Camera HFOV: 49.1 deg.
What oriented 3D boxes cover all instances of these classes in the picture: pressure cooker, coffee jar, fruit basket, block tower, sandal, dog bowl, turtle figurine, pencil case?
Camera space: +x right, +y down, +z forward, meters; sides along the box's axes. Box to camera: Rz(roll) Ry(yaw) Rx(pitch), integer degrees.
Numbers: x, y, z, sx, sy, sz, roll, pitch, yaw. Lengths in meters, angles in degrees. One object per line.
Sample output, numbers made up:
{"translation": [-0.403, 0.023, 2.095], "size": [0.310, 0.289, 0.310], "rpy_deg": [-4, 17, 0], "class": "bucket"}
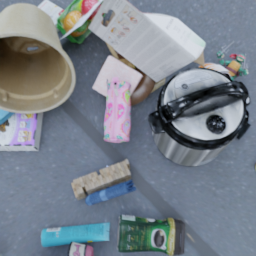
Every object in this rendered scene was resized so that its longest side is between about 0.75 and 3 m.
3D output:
{"translation": [2.031, -0.340, 8.201], "size": [2.535, 2.838, 2.496], "rpy_deg": [26, 71, 11], "class": "pressure cooker"}
{"translation": [0.642, 2.988, 7.812], "size": [1.880, 0.802, 0.980], "rpy_deg": [5, 83, -1], "class": "coffee jar"}
{"translation": [-1.382, -3.978, 9.870], "size": [1.239, 2.643, 2.448], "rpy_deg": [45, 68, -30], "class": "fruit basket"}
{"translation": [-0.781, 1.607, 8.646], "size": [1.873, 0.506, 0.542], "rpy_deg": [-22, 60, -9], "class": "block tower"}
{"translation": [3.066, -1.585, 9.329], "size": [0.875, 0.654, 2.283], "rpy_deg": [-29, 52, 4], "class": "sandal"}
{"translation": [-1.192, 3.736, 7.087], "size": [0.590, 1.600, 1.600], "rpy_deg": [-1, 69, -3], "class": "dog bowl"}
{"translation": [3.595, -2.017, 9.734], "size": [1.299, 0.874, 1.736], "rpy_deg": [38, 102, 37], "class": "turtle figurine"}
{"translation": [-0.328, -0.520, 8.642], "size": [0.858, 0.858, 1.963], "rpy_deg": [3, 85, 1], "class": "pencil case"}

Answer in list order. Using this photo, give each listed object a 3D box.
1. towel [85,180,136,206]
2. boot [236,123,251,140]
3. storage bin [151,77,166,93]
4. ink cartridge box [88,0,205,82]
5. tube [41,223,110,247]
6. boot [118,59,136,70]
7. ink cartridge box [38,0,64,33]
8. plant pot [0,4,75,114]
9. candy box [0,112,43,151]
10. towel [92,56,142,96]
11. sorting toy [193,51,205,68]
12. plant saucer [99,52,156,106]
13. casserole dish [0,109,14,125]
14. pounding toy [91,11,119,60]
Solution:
{"translation": [-0.521, 1.899, 8.185], "size": [1.407, 0.785, 0.341], "rpy_deg": [-22, 78, 17], "class": "towel"}
{"translation": [3.694, -0.055, 9.457], "size": [0.658, 0.297, 0.803], "rpy_deg": [39, 66, 11], "class": "boot"}
{"translation": [0.368, -1.867, 9.957], "size": [1.449, 0.679, 1.439], "rpy_deg": [-34, 72, -13], "class": "storage bin"}
{"translation": [0.428, -2.628, 8.035], "size": [2.803, 2.255, 0.702], "rpy_deg": [37, 71, -14], "class": "ink cartridge box"}
{"translation": [-1.500, 3.078, 8.100], "size": [1.925, 0.485, 0.745], "rpy_deg": [-6, 26, 0], "class": "tube"}
{"translation": [-0.303, -2.255, 9.388], "size": [1.020, 0.337, 0.893], "rpy_deg": [-10, 82, 13], "class": "boot"}
{"translation": [-3.022, -4.390, 11.036], "size": [1.152, 0.493, 0.850], "rpy_deg": [35, 73, 14], "class": "ink cartridge box"}
{"translation": [-3.035, -2.252, 8.279], "size": [2.737, 2.737, 2.506], "rpy_deg": [-11, 52, -4], "class": "plant pot"}
{"translation": [-3.789, 0.021, 9.258], "size": [1.684, 0.602, 1.413], "rpy_deg": [0, 69, -1], "class": "candy box"}
{"translation": [-0.368, -1.523, 9.245], "size": [1.305, 0.210, 1.247], "rpy_deg": [32, 104, 8], "class": "towel"}
{"translation": [2.298, -2.317, 9.387], "size": [0.167, 0.839, 1.135], "rpy_deg": [-16, 68, 42], "class": "sorting toy"}
{"translation": [-0.082, -1.815, 9.637], "size": [2.126, 0.389, 2.126], "rpy_deg": [-2, 80, 13], "class": "plant saucer"}
{"translation": [-4.394, -0.727, 8.958], "size": [1.636, 0.524, 2.701], "rpy_deg": [39, 73, 17], "class": "casserole dish"}
{"translation": [-0.088, -3.265, 9.851], "size": [2.745, 1.575, 1.570], "rpy_deg": [17, 27, -24], "class": "pounding toy"}
